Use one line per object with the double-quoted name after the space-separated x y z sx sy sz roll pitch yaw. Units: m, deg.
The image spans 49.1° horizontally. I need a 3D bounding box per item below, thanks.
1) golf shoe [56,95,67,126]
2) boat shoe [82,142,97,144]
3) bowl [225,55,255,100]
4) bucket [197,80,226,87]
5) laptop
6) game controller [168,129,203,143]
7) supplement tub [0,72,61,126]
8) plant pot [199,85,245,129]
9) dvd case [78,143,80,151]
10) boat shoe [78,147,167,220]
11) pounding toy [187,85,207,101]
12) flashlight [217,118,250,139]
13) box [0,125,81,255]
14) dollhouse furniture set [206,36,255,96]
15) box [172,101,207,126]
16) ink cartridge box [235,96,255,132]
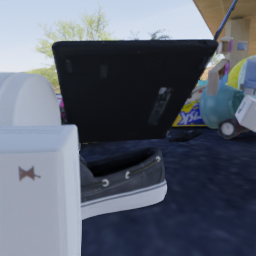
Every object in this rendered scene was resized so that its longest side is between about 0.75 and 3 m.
-1.435 -0.408 6.278 2.219 0.806 1.022 12 46 46 "golf shoe"
-0.987 -0.110 6.952 0.653 0.726 2.012 -18 21 -6 "boat shoe"
4.656 -1.531 11.140 2.413 2.413 1.299 -5 2 -30 "bowl"
4.769 -1.656 14.199 2.461 1.601 2.461 -3 7 0 "bucket"
0.409 -1.093 4.787 2.992 1.734 2.802 -3 -25 -8 "laptop"
1.199 0.180 5.930 0.488 0.197 0.936 -14 0 -12 "game controller"
-2.184 0.031 3.604 2.267 1.496 1.496 0 9 5 "supplement tub"
2.889 -0.658 8.240 1.364 1.364 0.914 -7 4 -37 "plant pot"
-1.900 0.340 5.923 1.627 0.179 1.188 -4 9 -16 "dvd case"
-0.509 0.532 2.882 2.094 0.694 0.732 -4 9 -22 "boat shoe"
3.011 -0.945 10.544 2.025 1.162 1.158 -33 22 -22 "pounding toy"
2.819 -0.027 7.385 0.520 0.518 1.531 -39 -17 31 "flashlight"
-0.823 0.545 1.638 1.050 1.045 0.900 -1 9 -7 "box"
2.904 -1.394 6.979 1.511 1.426 0.986 17 39 31 "dollhouse furniture set"
1.738 -0.450 8.828 2.256 0.791 0.725 -1 4 4 "box"
3.347 -0.271 6.973 1.108 0.637 1.893 27 17 11 "ink cartridge box"
